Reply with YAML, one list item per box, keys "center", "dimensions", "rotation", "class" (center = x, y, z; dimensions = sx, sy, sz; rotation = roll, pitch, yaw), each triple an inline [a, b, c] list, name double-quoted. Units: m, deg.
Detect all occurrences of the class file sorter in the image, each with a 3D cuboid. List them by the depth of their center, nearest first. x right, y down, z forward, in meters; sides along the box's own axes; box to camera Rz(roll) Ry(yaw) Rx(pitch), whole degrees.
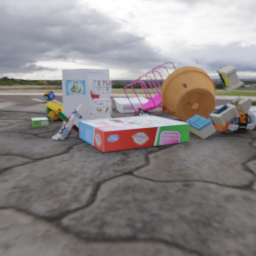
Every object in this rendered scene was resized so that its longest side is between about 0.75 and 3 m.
- center: [1.395, -2.257, 15.514]
  dimensions: [2.740, 1.718, 1.904]
  rotation: [-37, 15, -34]
  class: "file sorter"

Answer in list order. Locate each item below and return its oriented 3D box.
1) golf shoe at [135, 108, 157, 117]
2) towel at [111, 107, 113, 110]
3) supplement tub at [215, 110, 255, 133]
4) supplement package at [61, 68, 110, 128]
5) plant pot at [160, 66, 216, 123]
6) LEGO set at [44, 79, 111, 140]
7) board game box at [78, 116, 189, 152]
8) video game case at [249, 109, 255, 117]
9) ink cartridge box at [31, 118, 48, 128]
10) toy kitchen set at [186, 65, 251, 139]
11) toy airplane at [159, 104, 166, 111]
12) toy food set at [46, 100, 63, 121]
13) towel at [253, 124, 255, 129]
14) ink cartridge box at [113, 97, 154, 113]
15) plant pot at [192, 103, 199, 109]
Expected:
- center: [0.808, -0.356, 12.021]
  dimensions: [0.549, 0.667, 1.412]
  rotation: [20, 9, -37]
  class: "golf shoe"
- center: [-2.134, -1.259, 17.679]
  dimensions: [1.985, 0.342, 1.316]
  rotation: [-9, 14, -42]
  class: "towel"
- center: [4.024, -0.252, 10.569]
  dimensions: [1.380, 0.846, 0.846]
  rotation: [-5, 11, -23]
  class: "supplement tub"
- center: [-1.730, -1.251, 11.694]
  dimensions: [1.446, 2.415, 1.464]
  rotation: [7, 13, 34]
  class: "supplement package"
- center: [2.856, -1.310, 12.723]
  dimensions: [2.537, 2.537, 1.776]
  rotation: [-1, 29, -3]
  class: "plant pot"
- center: [-1.710, -0.694, 9.739]
  dimensions: [0.661, 2.011, 2.692]
  rotation: [8, 12, 43]
  class: "LEGO set"
- center: [0.127, 0.100, 9.250]
  dimensions: [2.977, 0.600, 2.278]
  rotation: [-5, 11, -26]
  class: "board game box"
- center: [5.830, -0.577, 12.078]
  dimensions: [2.903, 0.344, 2.642]
  rotation: [0, 8, 21]
  class: "video game case"
- center: [-3.816, -0.246, 12.080]
  dimensions: [0.621, 0.318, 0.840]
  rotation: [-5, 9, -23]
  class: "ink cartridge box"
- center: [2.900, -0.952, 9.774]
  dimensions: [2.074, 1.662, 1.222]
  rotation: [-31, 16, -2]
  class: "toy kitchen set"
- center: [2.515, -1.530, 17.607]
  dimensions: [0.812, 1.146, 1.151]
  rotation: [43, 11, -14]
  class: "toy airplane"
- center: [-3.510, -0.724, 14.061]
  dimensions: [1.302, 0.723, 2.213]
  rotation: [23, 9, -9]
  class: "toy food set"
- center: [6.420, -0.198, 11.670]
  dimensions: [2.069, 0.328, 2.881]
  rotation: [7, 12, 43]
  class: "towel"
- center: [0.263, -1.490, 17.884]
  dimensions: [2.132, 0.663, 2.649]
  rotation: [-3, 12, -12]
  class: "ink cartridge box"
- center: [3.361, -1.513, 16.337]
  dimensions: [1.886, 1.320, 1.886]
  rotation: [1, 10, 0]
  class: "plant pot"
